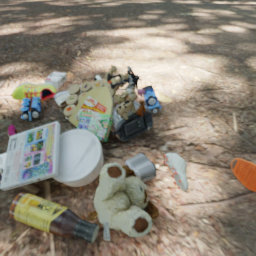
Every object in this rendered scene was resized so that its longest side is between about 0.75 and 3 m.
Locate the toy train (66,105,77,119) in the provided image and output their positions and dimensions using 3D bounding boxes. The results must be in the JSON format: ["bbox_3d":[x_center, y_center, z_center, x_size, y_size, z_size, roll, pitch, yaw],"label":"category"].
[{"bbox_3d":[-2.237,-0.717,13.567,1.504,0.418,1.130,8,35,10],"label":"toy train"}]

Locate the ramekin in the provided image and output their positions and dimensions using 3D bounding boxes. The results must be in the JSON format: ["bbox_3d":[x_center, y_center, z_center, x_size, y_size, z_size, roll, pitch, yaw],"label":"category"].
[{"bbox_3d":[-1.815,1.142,9.938,2.060,0.959,2.060,-7,55,9],"label":"ramekin"}]

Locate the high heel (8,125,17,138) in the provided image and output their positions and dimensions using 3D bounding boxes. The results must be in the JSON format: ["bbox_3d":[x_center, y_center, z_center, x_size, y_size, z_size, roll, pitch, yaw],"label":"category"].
[{"bbox_3d":[-4.522,0.430,11.762,0.842,0.591,1.752,-20,53,-10],"label":"high heel"}]

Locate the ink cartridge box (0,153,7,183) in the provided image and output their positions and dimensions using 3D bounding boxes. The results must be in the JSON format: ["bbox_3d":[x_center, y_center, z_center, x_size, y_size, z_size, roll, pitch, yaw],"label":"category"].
[{"bbox_3d":[-4.533,1.435,10.292,1.371,0.578,0.992,-19,34,-25],"label":"ink cartridge box"}]

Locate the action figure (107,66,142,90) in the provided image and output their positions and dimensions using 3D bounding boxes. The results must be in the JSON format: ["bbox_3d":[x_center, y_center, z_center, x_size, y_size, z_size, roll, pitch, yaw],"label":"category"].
[{"bbox_3d":[-0.041,-2.260,13.026,1.745,1.037,0.890,-13,-6,-21],"label":"action figure"}]

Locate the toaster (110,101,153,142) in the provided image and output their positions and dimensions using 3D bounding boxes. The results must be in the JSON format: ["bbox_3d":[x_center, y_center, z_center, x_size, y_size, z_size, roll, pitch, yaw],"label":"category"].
[{"bbox_3d":[-0.053,-0.324,12.327,2.126,1.208,1.373,-27,39,-20],"label":"toaster"}]

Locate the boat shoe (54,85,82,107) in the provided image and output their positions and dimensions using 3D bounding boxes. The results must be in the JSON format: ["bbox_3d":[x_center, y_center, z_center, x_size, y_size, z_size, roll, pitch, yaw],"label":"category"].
[{"bbox_3d":[-2.719,-1.637,14.695,2.185,0.775,0.763,-20,59,-28],"label":"boat shoe"}]

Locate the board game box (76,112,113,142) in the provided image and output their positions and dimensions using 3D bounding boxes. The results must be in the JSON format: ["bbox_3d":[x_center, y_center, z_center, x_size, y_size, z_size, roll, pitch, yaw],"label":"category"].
[{"bbox_3d":[-1.466,-0.060,11.867,1.657,0.241,1.115,8,78,34],"label":"board game box"}]

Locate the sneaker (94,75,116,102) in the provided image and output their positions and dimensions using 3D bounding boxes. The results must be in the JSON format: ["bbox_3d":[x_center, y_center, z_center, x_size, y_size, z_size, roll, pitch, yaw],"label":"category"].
[{"bbox_3d":[-1.641,-1.731,14.296,1.351,0.883,2.416,-35,42,1],"label":"sneaker"}]

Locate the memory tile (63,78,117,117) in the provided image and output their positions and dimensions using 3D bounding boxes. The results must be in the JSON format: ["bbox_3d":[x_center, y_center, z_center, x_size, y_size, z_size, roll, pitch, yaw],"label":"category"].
[{"bbox_3d":[-1.833,-1.526,13.524,2.660,0.223,2.038,-8,52,19],"label":"memory tile"}]

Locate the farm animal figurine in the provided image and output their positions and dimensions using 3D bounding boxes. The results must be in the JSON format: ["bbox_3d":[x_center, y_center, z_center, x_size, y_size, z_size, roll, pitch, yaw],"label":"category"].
[{"bbox_3d":[0.060,-1.179,11.523,1.328,0.827,1.645,-17,42,10],"label":"farm animal figurine"}]

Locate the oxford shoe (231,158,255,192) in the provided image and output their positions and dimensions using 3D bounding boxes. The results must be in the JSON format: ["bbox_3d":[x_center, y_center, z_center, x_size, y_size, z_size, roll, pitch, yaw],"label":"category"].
[{"bbox_3d":[4.761,1.827,9.747,0.889,0.869,2.439,-8,36,-46],"label":"oxford shoe"}]

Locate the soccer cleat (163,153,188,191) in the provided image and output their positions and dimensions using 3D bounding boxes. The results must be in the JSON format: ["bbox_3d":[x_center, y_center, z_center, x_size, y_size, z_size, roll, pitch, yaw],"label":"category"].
[{"bbox_3d":[1.887,1.516,10.201,0.739,0.660,1.905,-5,32,-12],"label":"soccer cleat"}]

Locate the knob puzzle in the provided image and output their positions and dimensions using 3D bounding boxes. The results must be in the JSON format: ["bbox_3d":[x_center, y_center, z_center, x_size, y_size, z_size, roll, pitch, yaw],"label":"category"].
[{"bbox_3d":[-1.447,-0.809,12.503,2.486,2.486,0.345,32,2,37],"label":"knob puzzle"}]

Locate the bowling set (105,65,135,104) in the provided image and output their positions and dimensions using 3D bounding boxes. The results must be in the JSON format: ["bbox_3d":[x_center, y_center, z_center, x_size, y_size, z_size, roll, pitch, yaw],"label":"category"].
[{"bbox_3d":[-0.123,-2.383,14.967,1.525,1.177,2.192,-10,64,-42],"label":"bowling set"}]

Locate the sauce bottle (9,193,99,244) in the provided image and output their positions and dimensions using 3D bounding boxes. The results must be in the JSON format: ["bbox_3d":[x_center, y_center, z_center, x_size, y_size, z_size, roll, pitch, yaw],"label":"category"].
[{"bbox_3d":[-2.161,2.688,8.290,2.651,0.875,0.875,16,37,10],"label":"sauce bottle"}]

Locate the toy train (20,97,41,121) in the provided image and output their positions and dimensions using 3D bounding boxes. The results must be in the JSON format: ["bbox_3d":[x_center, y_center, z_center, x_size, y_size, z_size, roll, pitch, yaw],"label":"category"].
[{"bbox_3d":[-4.742,-0.960,13.724,0.899,0.682,1.573,-2,35,-13],"label":"toy train"}]

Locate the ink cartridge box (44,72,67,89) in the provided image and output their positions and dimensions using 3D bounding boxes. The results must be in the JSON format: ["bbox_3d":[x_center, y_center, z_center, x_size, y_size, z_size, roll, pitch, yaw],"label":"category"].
[{"bbox_3d":[-4.244,-2.822,16.509,0.871,0.507,1.196,9,34,12],"label":"ink cartridge box"}]

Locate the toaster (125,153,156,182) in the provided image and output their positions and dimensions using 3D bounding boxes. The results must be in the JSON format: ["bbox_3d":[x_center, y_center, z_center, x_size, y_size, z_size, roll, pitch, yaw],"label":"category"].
[{"bbox_3d":[0.419,1.458,10.212,0.793,0.698,1.228,-21,41,-23],"label":"toaster"}]

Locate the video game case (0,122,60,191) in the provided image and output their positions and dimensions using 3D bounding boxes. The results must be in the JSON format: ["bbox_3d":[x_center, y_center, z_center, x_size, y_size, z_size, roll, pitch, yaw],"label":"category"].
[{"bbox_3d":[-3.243,0.899,9.439,1.945,0.253,2.136,-17,50,10],"label":"video game case"}]

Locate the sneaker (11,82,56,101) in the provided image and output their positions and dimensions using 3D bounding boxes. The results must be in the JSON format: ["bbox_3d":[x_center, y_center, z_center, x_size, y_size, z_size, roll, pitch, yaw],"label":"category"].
[{"bbox_3d":[-4.917,-1.840,14.771,2.330,0.911,1.052,-15,40,-21],"label":"sneaker"}]

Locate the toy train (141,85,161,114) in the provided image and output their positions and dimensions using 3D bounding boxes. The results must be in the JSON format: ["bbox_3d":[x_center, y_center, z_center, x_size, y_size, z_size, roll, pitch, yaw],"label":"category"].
[{"bbox_3d":[1.130,-1.409,13.965,0.738,0.973,1.703,-19,34,6],"label":"toy train"}]

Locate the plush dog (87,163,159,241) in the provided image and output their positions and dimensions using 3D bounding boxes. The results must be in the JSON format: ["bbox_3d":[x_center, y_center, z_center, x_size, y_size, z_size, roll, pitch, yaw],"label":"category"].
[{"bbox_3d":[-0.095,2.201,8.587,1.919,1.793,2.234,-11,67,-51],"label":"plush dog"}]
